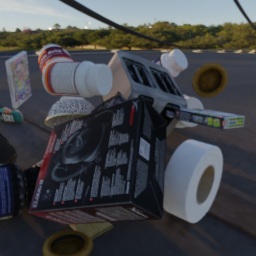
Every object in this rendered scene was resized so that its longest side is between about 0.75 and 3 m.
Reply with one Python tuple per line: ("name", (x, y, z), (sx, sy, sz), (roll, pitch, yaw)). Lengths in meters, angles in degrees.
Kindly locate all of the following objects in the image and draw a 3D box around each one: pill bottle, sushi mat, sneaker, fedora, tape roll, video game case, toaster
("pill bottle", (1.512, -2.492, 11.969), (1.892, 1.095, 1.095), (-26, -1, 42))
("sushi mat", (-1.040, 1.943, 6.145), (0.706, 0.089, 1.476), (-17, 26, -37))
("sneaker", (-5.174, -0.470, 12.081), (1.616, 0.577, 0.646), (12, 32, 36))
("pill bottle", (-1.065, -1.022, 5.911), (1.365, 0.748, 0.748), (6, 21, 27))
("pill bottle", (-2.899, 1.379, 5.942), (2.104, 1.177, 1.177), (-3, 19, -30))
("sneaker", (-3.624, 0.211, 6.915), (1.042, 2.787, 1.481), (-5, 23, 0))
("fedora", (-1.080, 2.216, 5.023), (0.890, 0.363, 0.890), (5, 16, -1))
("tape roll", (1.414, 1.139, 6.035), (0.596, 1.704, 1.704), (16, 25, 37))
("video game case", (-4.383, -1.937, 11.308), (0.176, 1.948, 1.395), (9, 32, 5))
("toaster", (0.387, -1.110, 9.131), (2.319, 1.522, 2.564), (13, 40, -33))
("fedora", (2.459, -1.459, 8.548), (1.095, 1.095, 0.447), (1, 17, 4))
("pill bottle", (-2.191, -1.902, 8.645), (1.048, 1.048, 1.835), (-8, 33, -21))
("pill bottle", (1.797, -0.655, 10.855), (1.265, 1.265, 2.310), (-8, 8, -21))

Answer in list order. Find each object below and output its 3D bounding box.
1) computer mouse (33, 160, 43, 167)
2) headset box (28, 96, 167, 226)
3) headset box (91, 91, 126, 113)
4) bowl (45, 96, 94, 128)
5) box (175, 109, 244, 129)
("computer mouse", (-2.278, 1.212, 7.722), (1.023, 0.409, 1.866), (8, 27, 34))
("headset box", (-0.659, 0.761, 5.498), (2.665, 1.029, 1.983), (-17, 51, 33))
("headset box", (-0.521, -0.288, 7.008), (0.969, 0.503, 1.303), (-33, 17, 18))
("bowl", (-1.728, -0.534, 8.681), (1.675, 0.786, 1.675), (-6, -14, -1))
("box", (2.265, -0.292, 7.985), (0.951, 0.300, 1.727), (-5, 13, -31))
